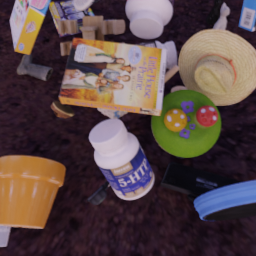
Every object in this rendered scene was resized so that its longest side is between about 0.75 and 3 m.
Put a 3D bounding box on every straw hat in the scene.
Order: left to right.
[{"bbox_3d":[2.227,-1.340,7.291,2.241,2.241,0.948,19,38,15],"label":"straw hat"}]

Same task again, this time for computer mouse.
[{"bbox_3d":[-0.647,1.525,6.313,0.678,0.980,0.258,-41,86,-8],"label":"computer mouse"}]

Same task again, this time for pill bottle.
[{"bbox_3d":[-0.168,0.757,6.802,1.122,1.875,1.122,-18,35,13],"label":"pill bottle"},{"bbox_3d":[0.629,-2.304,9.486,1.898,1.105,1.105,-10,52,2],"label":"pill bottle"},{"bbox_3d":[0.806,-4.623,9.700,1.611,1.611,2.865,7,72,6],"label":"pill bottle"}]

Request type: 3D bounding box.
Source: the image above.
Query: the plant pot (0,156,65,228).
[{"bbox_3d":[-2.790,1.846,7.760,1.865,1.865,1.708,2,67,2],"label":"plant pot"}]

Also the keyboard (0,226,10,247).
[{"bbox_3d":[-4.395,3.037,7.798,2.119,0.113,0.596,-2,57,-1],"label":"keyboard"}]

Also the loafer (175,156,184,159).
[{"bbox_3d":[1.843,0.337,9.597,0.551,0.547,1.514,8,53,5],"label":"loafer"}]

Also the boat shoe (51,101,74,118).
[{"bbox_3d":[-1.678,-0.401,7.007,0.331,0.979,0.352,-33,78,6],"label":"boat shoe"}]

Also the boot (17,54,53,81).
[{"bbox_3d":[-3.886,-2.620,11.940,1.374,0.499,1.250,7,66,14],"label":"boot"}]

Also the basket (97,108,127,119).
[{"bbox_3d":[-0.156,-1.153,7.988,1.659,1.463,1.154,-39,65,-21],"label":"basket"}]

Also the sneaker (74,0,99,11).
[{"bbox_3d":[-0.958,-4.016,8.213,0.629,0.636,1.603,28,87,26],"label":"sneaker"}]

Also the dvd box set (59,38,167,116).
[{"bbox_3d":[-0.293,-1.186,6.371,2.235,0.329,1.635,8,69,2],"label":"dvd box set"}]

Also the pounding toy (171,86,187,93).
[{"bbox_3d":[2.119,-1.145,10.413,1.076,1.079,1.881,10,52,2],"label":"pounding toy"}]

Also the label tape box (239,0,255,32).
[{"bbox_3d":[3.744,-3.392,7.523,1.517,1.087,0.502,-27,47,-21],"label":"label tape box"}]

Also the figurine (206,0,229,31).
[{"bbox_3d":[4.404,-5.495,13.574,0.640,1.451,1.487,-7,53,-6],"label":"figurine"}]

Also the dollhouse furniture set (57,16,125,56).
[{"bbox_3d":[-0.966,-2.415,8.871,1.836,2.095,1.391,6,24,17],"label":"dollhouse furniture set"}]

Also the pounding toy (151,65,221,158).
[{"bbox_3d":[1.260,-0.377,6.585,1.704,1.025,2.208,-38,82,-4],"label":"pounding toy"}]

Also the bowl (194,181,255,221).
[{"bbox_3d":[2.960,1.928,7.201,2.435,2.435,0.478,-6,62,-5],"label":"bowl"}]

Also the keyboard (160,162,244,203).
[{"bbox_3d":[2.276,1.872,8.332,2.569,0.330,1.543,14,33,15],"label":"keyboard"}]

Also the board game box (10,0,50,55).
[{"bbox_3d":[-3.001,-3.729,8.556,0.471,2.334,1.786,7,45,-36],"label":"board game box"}]

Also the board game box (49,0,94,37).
[{"bbox_3d":[-2.829,-5.676,14.226,1.921,0.659,2.324,-17,54,-11],"label":"board game box"}]
